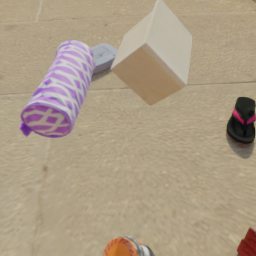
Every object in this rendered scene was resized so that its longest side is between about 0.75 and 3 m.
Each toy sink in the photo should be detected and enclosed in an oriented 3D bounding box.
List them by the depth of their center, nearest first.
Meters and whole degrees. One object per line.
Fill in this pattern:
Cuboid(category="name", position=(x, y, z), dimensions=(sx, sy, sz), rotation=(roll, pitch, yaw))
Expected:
Cuboid(category="toy sink", position=(0.325, -0.962, 3.571), dimensions=(0.619, 0.720, 1.105), rotation=(-27, 35, 39))

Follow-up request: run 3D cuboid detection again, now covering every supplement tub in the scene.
Cuboid(category="supplement tub", position=(0.018, 1.736, 3.699), dimensions=(0.528, 0.861, 0.528), rotation=(-10, 58, 16))

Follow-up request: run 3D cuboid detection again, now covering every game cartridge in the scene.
Cuboid(category="game cartridge", position=(-1.245, -2.657, 10.806), dimensions=(1.861, 0.377, 1.241), rotation=(-30, 50, -26))

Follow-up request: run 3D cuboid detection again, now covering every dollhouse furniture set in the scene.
Cuboid(category="dollhouse furniture set", position=(3.636, 2.554, 5.260), dimensions=(1.405, 1.062, 2.612), rotation=(-35, 56, -29))

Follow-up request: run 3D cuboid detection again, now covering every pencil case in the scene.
Cuboid(category="pencil case", position=(-0.717, -0.461, 3.030), dimensions=(0.533, 0.523, 1.247), rotation=(-7, 43, 15))

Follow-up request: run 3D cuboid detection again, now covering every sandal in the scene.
Cuboid(category="sandal", position=(3.502, -0.381, 8.494), dimensions=(0.807, 0.484, 2.148), rotation=(15, 48, 14))
